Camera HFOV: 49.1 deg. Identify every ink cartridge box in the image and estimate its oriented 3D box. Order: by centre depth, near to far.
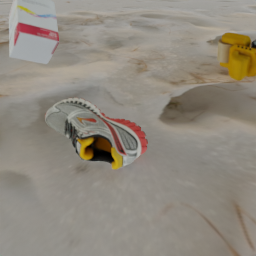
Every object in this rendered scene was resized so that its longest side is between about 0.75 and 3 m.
[{"bbox_3d":[-2.002,-2.086,5.873,0.809,0.813,1.118,3,64,-33],"label":"ink cartridge box"}]

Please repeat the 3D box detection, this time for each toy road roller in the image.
[{"bbox_3d":[4.014,-2.561,10.309,1.454,1.224,1.991,-36,47,-27],"label":"toy road roller"}]

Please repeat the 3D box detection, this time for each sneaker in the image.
[{"bbox_3d":[-0.929,0.088,6.314,2.643,1.029,1.086,19,38,28],"label":"sneaker"}]
